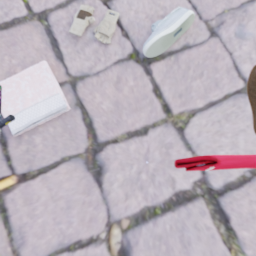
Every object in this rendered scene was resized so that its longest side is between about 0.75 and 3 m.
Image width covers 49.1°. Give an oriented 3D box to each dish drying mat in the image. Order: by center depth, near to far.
[{"bbox_3d":[1.833,0.570,4.571,2.228,0.856,0.203,5,74,-35],"label":"dish drying mat"}]

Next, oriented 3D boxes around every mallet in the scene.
[{"bbox_3d":[-2.694,0.215,4.939,1.593,0.525,0.328,-33,78,19],"label":"mallet"}]

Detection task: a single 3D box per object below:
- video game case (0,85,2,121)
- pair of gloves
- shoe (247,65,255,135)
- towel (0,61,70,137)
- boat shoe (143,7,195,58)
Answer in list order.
[{"bbox_3d":[-3.548,-0.798,5.606,0.453,2.528,2.292,-22,53,7],"label":"video game case"},{"bbox_3d":[-1.128,-3.462,9.336,1.476,0.259,1.255,13,72,1],"label":"pair of gloves"},{"bbox_3d":[3.044,-0.607,6.225,0.465,0.609,1.743,-19,112,-15],"label":"shoe"},{"bbox_3d":[-3.038,-0.935,8.633,1.945,0.314,1.858,-28,77,-8],"label":"towel"},{"bbox_3d":[1.175,-3.126,9.066,2.169,0.757,0.773,-41,63,-11],"label":"boat shoe"}]
